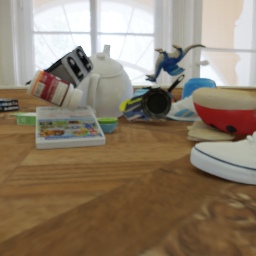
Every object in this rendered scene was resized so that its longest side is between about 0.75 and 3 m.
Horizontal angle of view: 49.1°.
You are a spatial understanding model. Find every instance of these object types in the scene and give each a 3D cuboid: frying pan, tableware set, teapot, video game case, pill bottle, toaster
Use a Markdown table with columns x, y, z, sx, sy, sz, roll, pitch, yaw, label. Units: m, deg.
| x | y | z | sx | sy | sz | roll | pitch | yaw | label |
| --- | --- | --- | --- | --- | --- | --- | --- | --- | --- |
| 1.052 | -1.095 | 9.099 | 1.028 | 1.699 | 0.277 | 25 | 12 | 14 | frying pan |
| 2.823 | 0.130 | 7.497 | 2.461 | 0.342 | 2.946 | 3 | 12 | 12 | tableware set |
| -1.094 | -1.780 | 10.629 | 2.888 | 2.137 | 2.926 | -23 | 47 | -35 | teapot |
| -1.622 | -0.095 | 7.498 | 1.607 | 0.202 | 2.244 | -2 | 25 | -17 | video game case |
| -1.749 | -0.869 | 6.775 | 1.177 | 0.672 | 0.672 | 24 | 4 | -18 | pill bottle |
| -1.952 | -1.583 | 8.355 | 1.568 | 0.931 | 1.418 | -24 | 23 | 29 | toaster |

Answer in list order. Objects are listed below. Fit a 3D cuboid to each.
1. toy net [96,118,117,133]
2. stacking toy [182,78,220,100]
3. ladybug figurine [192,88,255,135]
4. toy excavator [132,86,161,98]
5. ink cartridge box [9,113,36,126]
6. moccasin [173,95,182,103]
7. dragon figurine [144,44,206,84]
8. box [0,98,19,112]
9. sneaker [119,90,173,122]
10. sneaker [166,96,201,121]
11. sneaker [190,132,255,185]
| x | y | z | sx | sy | sz | roll | pitch | yaw | label |
| --- | --- | --- | --- | --- | --- | --- | --- | --- | --- |
| -1.425 | -0.054 | 8.191 | 2.153 | 0.416 | 1.130 | -5 | 12 | -22 | toy net |
| 3.756 | -1.136 | 12.002 | 2.835 | 1.556 | 1.645 | 7 | 2 | -36 | stacking toy |
| 2.596 | -0.453 | 7.079 | 1.877 | 0.995 | 2.765 | 6 | 9 | -4 | ladybug figurine |
| 0.376 | -1.419 | 14.155 | 2.145 | 1.071 | 2.085 | -19 | 19 | -35 | toy excavator |
| -3.464 | -0.317 | 9.742 | 1.168 | 0.346 | 0.606 | 3 | 11 | 17 | ink cartridge box |
| 3.714 | -1.720 | 15.033 | 2.882 | 1.113 | 1.054 | -3 | 11 | -14 | moccasin |
| 1.732 | -2.497 | 10.881 | 2.564 | 1.275 | 0.754 | -16 | 28 | -11 | dragon figurine |
| -6.599 | -1.074 | 13.170 | 2.345 | 0.540 | 1.864 | 9 | 14 | 38 | box |
| 0.684 | -0.769 | 9.875 | 1.902 | 0.782 | 0.703 | -16 | 37 | 11 | sneaker |
| 2.423 | -0.796 | 10.358 | 2.651 | 1.071 | 1.014 | 6 | 14 | 32 | sneaker |
| 2.482 | 0.340 | 4.497 | 2.878 | 1.019 | 1.051 | 4 | 11 | 20 | sneaker |
